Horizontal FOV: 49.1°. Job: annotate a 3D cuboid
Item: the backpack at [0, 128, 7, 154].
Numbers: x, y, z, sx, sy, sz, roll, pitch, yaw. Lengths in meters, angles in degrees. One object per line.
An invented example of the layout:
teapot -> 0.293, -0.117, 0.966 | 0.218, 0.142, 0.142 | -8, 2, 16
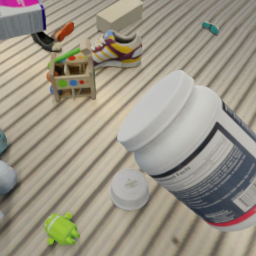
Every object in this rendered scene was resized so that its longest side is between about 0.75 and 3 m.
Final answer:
backpack -> -3.692, 0.391, 7.121 | 1.139, 0.873, 1.001 | -34, 60, -13

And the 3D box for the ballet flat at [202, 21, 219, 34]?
ballet flat -> 3.352, -4.025, 11.195 | 0.303, 0.303, 0.872 | -30, 56, -22

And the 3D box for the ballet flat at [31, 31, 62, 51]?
ballet flat -> -3.097, -3.296, 10.438 | 1.643, 0.467, 0.546 | 33, 58, 24

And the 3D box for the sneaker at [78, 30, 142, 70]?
sneaker -> -0.898, -2.680, 9.424 | 2.751, 1.239, 1.031 | -8, 51, -7

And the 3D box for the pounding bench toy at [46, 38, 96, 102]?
pounding bench toy -> -1.741, -1.797, 8.352 | 1.384, 1.775, 1.103 | -4, 51, -4

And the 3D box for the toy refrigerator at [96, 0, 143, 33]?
toy refrigerator -> -0.325, -4.529, 11.334 | 0.762, 0.702, 2.007 | 36, 59, 18

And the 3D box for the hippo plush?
hippo plush -> -3.386, 1.414, 6.249 | 1.876, 1.495, 1.509 | 15, 24, 3

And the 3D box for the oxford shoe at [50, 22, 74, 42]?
oxford shoe -> -2.559, -3.812, 10.915 | 0.431, 0.422, 1.183 | 21, 53, 22

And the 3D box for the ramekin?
ramekin -> 0.038, 1.393, 6.571 | 0.969, 0.451, 0.969 | 0, 49, 0

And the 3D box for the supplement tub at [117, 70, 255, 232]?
supplement tub -> 1.033, 0.347, 4.046 | 2.085, 1.463, 1.463 | 41, 53, -14

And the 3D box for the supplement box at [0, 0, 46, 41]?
supplement box -> -2.685, -2.469, 6.011 | 1.600, 0.827, 0.810 | -22, 81, -17

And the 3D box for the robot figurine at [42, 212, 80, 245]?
robot figurine -> -1.424, 2.147, 5.937 | 0.812, 0.470, 0.712 | 27, 68, 20
